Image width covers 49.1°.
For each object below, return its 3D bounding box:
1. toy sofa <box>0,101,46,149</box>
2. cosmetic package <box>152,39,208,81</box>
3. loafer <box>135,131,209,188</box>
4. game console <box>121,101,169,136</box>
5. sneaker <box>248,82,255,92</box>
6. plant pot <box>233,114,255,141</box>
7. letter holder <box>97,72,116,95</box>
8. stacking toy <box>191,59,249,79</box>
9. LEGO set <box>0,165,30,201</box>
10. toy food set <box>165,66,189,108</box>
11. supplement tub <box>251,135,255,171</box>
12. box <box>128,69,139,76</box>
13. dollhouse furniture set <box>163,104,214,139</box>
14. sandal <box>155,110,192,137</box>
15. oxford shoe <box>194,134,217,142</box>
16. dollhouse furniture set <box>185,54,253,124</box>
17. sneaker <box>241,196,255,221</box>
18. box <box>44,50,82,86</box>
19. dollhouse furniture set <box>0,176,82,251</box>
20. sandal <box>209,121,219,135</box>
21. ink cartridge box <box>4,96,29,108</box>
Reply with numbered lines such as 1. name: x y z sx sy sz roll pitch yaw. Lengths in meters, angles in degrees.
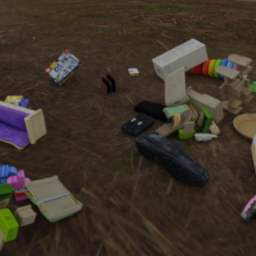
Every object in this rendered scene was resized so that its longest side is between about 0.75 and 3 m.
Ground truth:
1. toy sofa: -4.451 -0.236 10.369 2.577 1.067 1.257 16 35 23
2. cosmetic package: 2.752 -3.646 15.013 2.582 0.944 1.337 -26 36 -2
3. loafer: 1.400 0.823 8.740 1.008 0.975 2.872 -35 41 -23
4. game console: 0.658 -0.421 11.365 1.544 0.316 2.617 22 37 30
5. sneaker: 6.224 -2.019 13.731 1.027 0.429 0.380 25 39 32
6. plant pot: 5.010 0.043 10.680 1.946 0.267 1.946 -1 33 0
7. letter holder: -1.065 -2.235 13.736 0.559 0.790 1.111 -16 36 -23
8. stacking toy: 4.768 -3.196 14.968 2.965 1.266 1.266 14 35 28
9. LEGO set: -4.071 1.425 7.685 2.831 1.162 1.080 -10 33 -15
10. toy food set: 2.115 -1.727 11.855 0.478 1.136 1.583 14 67 -33
11. supplement tub: 4.442 0.873 8.475 1.235 1.235 1.710 8 33 12
12. box: 0.293 -3.145 15.752 0.461 0.161 0.774 -5 31 -8
13. dollhouse furniture set: 2.221 -0.551 10.727 1.191 0.912 1.818 -7 43 -13
14. sandal: 1.660 -0.199 10.359 1.667 0.450 0.670 -32 33 -2
15. oxford shoe: 2.816 0.355 10.210 0.951 0.275 0.358 -1 4 -27
16. dollhouse furniture set: 3.773 -1.581 11.598 2.399 2.103 1.594 -42 47 -12
17. sneaker: 3.777 2.103 7.194 1.793 0.708 0.855 -14 46 -18
18. box: -3.342 -3.101 14.403 1.116 0.325 1.629 42 83 17
19. dollhouse furniture set: -2.488 2.169 7.181 1.385 1.061 2.113 41 25 29
20. sandal: 3.108 -0.212 10.827 0.443 0.397 1.208 -31 38 1
21. ink cartridge box: -5.034 -1.145 12.579 0.962 0.226 0.951 -5 33 -5
